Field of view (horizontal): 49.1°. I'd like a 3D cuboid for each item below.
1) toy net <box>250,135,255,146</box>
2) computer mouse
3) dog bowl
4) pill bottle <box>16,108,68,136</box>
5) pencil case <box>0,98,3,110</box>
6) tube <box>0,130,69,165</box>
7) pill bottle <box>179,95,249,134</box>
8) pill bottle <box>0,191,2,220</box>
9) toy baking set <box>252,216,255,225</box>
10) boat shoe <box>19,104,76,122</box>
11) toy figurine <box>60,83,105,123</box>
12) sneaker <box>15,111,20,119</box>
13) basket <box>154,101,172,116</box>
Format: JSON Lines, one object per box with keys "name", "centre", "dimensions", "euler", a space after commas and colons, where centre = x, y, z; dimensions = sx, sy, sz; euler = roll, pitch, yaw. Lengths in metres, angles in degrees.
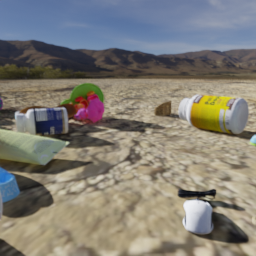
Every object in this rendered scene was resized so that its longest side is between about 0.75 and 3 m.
{"name": "toy net", "centre": [3.964, 0.405, 7.316], "dimensions": [1.373, 0.265, 0.720], "euler": [14, 16, 41]}
{"name": "computer mouse", "centre": [1.013, 1.125, 4.028], "dimensions": [0.610, 0.244, 1.113], "euler": [3, 13, 10]}
{"name": "dog bowl", "centre": [-2.343, 0.934, 4.783], "dimensions": [1.199, 0.297, 0.669], "euler": [13, 17, 43]}
{"name": "pill bottle", "centre": [-2.637, -0.174, 8.599], "dimensions": [1.469, 0.816, 0.816], "euler": [-5, 13, -19]}
{"name": "pencil case", "centre": [-6.389, -1.236, 13.156], "dimensions": [0.853, 0.926, 2.003], "euler": [-6, 15, -27]}
{"name": "tube", "centre": [-2.875, 0.407, 6.526], "dimensions": [2.786, 0.808, 0.723], "euler": [6, -25, 15]}
{"name": "pill bottle", "centre": [2.769, -0.498, 9.284], "dimensions": [2.081, 1.137, 1.137], "euler": [11, 17, 43]}
{"name": "pill bottle", "centre": [-2.470, 0.922, 2.746], "dimensions": [1.198, 1.198, 2.071], "euler": [11, 16, 40]}
{"name": "toy baking set", "centre": [2.456, 1.250, 3.534], "dimensions": [1.801, 0.210, 1.382], "euler": [-8, 15, -34]}
{"name": "boat shoe", "centre": [-2.830, -0.328, 9.771], "dimensions": [2.163, 0.761, 0.760], "euler": [-9, -23, -44]}
{"name": "toy figurine", "centre": [-1.671, -0.760, 10.853], "dimensions": [1.911, 1.434, 1.758], "euler": [-24, 27, -8]}
{"name": "sneaker", "centre": [-3.539, -0.325, 10.427], "dimensions": [1.247, 0.461, 0.511], "euler": [-3, 38, -23]}
{"name": "basket", "centre": [1.491, -0.885, 12.282], "dimensions": [0.591, 0.617, 0.828], "euler": [8, 16, 33]}
